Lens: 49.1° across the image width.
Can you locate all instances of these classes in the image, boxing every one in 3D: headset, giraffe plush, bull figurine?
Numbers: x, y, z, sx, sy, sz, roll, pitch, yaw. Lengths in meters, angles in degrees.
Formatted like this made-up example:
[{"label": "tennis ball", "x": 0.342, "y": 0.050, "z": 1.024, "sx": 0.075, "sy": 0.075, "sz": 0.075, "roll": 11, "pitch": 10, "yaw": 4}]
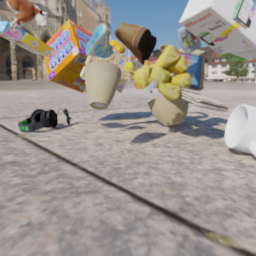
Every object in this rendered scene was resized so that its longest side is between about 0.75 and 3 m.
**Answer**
[{"label": "headset", "x": -3.618, "y": -0.256, "z": 12.430, "sx": 1.503, "sy": 1.144, "sz": 2.434, "roll": 5, "pitch": 26, "yaw": 41}, {"label": "giraffe plush", "x": 0.836, "y": -1.615, "z": 8.941, "sx": 1.865, "sy": 1.609, "sz": 1.512, "roll": -27, "pitch": 19, "yaw": -23}, {"label": "bull figurine", "x": -2.785, "y": -3.000, "z": 7.065, "sx": 1.521, "sy": 0.923, "sz": 0.495, "roll": 45, "pitch": -7, "yaw": -29}]

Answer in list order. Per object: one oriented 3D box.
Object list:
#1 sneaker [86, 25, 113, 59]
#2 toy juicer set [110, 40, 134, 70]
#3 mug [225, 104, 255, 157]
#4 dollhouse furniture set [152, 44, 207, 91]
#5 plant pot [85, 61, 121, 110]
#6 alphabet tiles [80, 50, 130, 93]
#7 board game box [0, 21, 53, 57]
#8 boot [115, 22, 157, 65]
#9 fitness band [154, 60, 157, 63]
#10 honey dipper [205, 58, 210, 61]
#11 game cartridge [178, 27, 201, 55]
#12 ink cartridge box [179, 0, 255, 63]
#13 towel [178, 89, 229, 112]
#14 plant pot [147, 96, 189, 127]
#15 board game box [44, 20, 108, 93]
[{"label": "sneaker", "x": -0.784, "y": -2.860, "z": 9.421, "sx": 0.904, "sy": 0.551, "sz": 1.385, "roll": 8, "pitch": -25, "yaw": -28}, {"label": "toy juicer set", "x": -0.563, "y": -3.163, "z": 13.087, "sx": 0.735, "sy": 1.719, "sz": 2.702, "roll": -24, "pitch": 9, "yaw": -7}, {"label": "mug", "x": 3.806, "y": 0.296, "z": 7.903, "sx": 1.565, "sy": 1.318, "sz": 1.785, "roll": 15, "pitch": 40, "yaw": -4}, {"label": "dollhouse furniture set", "x": 1.593, "y": -1.995, "z": 10.777, "sx": 2.229, "sy": 1.540, "sz": 2.361, "roll": 23, "pitch": 42, "yaw": 36}, {"label": "plant pot", "x": -0.763, "y": -1.123, "z": 7.909, "sx": 1.052, "sy": 1.123, "sz": 1.052, "roll": 5, "pitch": -22, "yaw": 2}, {"label": "alphabet tiles", "x": -0.839, "y": -2.081, "z": 10.940, "sx": 1.994, "sy": 1.950, "sz": 0.146, "roll": 16, "pitch": 18, "yaw": -38}, {"label": "board game box", "x": -3.250, "y": -2.713, "z": 8.599, "sx": 1.186, "sy": 0.312, "sz": 1.550, "roll": 23, "pitch": -1, "yaw": 44}, {"label": "boot", "x": 0.335, "y": -3.236, "z": 10.617, "sx": 1.115, "sy": 1.088, "sz": 2.955, "roll": 29, "pitch": 3, "yaw": 13}, {"label": "fitness band", "x": 1.700, "y": -2.829, "z": 13.068, "sx": 1.750, "sy": 0.456, "sz": 2.437, "roll": -20, "pitch": 24, "yaw": -3}, {"label": "honey dipper", "x": 2.919, "y": -2.725, "z": 11.204, "sx": 0.214, "sy": 0.214, "sz": 1.129, "roll": -3, "pitch": 13, "yaw": -15}, {"label": "game cartridge", "x": 2.051, "y": -2.980, "z": 9.428, "sx": 0.661, "sy": 0.992, "sz": 0.203, "roll": -29, "pitch": 41, "yaw": 6}, {"label": "ink cartridge box", "x": 2.950, "y": -3.051, "z": 8.308, "sx": 2.345, "sy": 0.985, "sz": 1.698, "roll": 30, "pitch": -5, "yaw": -19}, {"label": "towel", "x": 2.385, "y": -0.917, "z": 9.407, "sx": 2.037, "sy": 0.351, "sz": 1.350, "roll": 4, "pitch": 20, "yaw": -45}, {"label": "plant pot", "x": 1.946, "y": -0.776, "z": 12.710, "sx": 1.883, "sy": 1.264, "sz": 1.883, "roll": -15, "pitch": -6, "yaw": -2}, {"label": "board game box", "x": -2.295, "y": -3.052, "z": 12.330, "sx": 1.919, "sy": 1.919, "sz": 1.920, "roll": -34, "pitch": -29, "yaw": 27}]
